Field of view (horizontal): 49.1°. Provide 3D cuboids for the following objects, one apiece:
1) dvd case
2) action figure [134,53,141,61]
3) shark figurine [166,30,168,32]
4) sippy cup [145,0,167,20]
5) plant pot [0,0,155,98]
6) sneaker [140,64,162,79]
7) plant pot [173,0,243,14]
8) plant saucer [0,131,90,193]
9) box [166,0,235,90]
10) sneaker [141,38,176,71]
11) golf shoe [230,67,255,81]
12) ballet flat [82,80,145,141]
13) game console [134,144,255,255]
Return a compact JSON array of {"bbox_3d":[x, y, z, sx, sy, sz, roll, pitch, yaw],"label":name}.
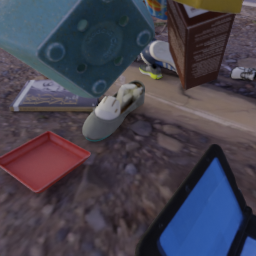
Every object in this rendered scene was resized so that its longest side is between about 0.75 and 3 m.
[{"bbox_3d":[-2.128,-1.034,8.662,2.457,0.196,1.827,0,34,0],"label":"dvd case"},{"bbox_3d":[0.121,-3.131,11.584,1.607,0.557,1.045,-2,26,-9],"label":"action figure"},{"bbox_3d":[2.197,-3.549,11.960,0.716,1.715,1.025,-36,69,11],"label":"shark figurine"},{"bbox_3d":[1.163,-4.142,8.073,2.398,1.883,1.757,-6,-12,3],"label":"sippy cup"},{"bbox_3d":[-0.928,-1.766,4.231,2.246,2.240,2.288,-47,55,7],"label":"plant pot"},{"bbox_3d":[0.827,-2.140,10.117,0.403,0.442,1.092,-24,40,-32],"label":"sneaker"},{"bbox_3d":[1.003,-1.925,3.440,0.770,0.787,0.765,-8,37,-30],"label":"plant pot"},{"bbox_3d":[-1.782,0.716,5.942,1.444,0.266,1.447,23,39,31],"label":"plant saucer"},{"bbox_3d":[1.273,-1.747,5.323,0.840,2.242,1.123,-18,72,3],"label":"box"},{"bbox_3d":[1.538,-2.529,10.307,2.238,0.902,1.639,17,4,-18],"label":"sneaker"},{"bbox_3d":[4.098,-1.879,9.756,1.073,0.417,0.507,-8,34,-10],"label":"golf shoe"},{"bbox_3d":[-0.345,-0.607,7.424,0.857,0.810,2.544,24,40,21],"label":"ballet flat"},{"bbox_3d":[1.563,1.628,3.502,2.146,1.420,2.440,21,39,29],"label":"game console"}]
